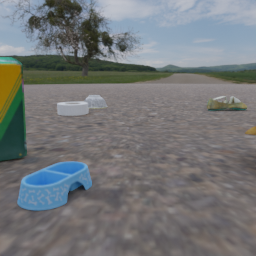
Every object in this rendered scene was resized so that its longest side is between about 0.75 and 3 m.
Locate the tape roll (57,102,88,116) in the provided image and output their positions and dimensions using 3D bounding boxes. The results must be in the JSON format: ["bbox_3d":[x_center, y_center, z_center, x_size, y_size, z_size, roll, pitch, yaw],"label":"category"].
[{"bbox_3d":[-1.999,-0.704,10.143,1.100,0.385,1.100,0,10,0],"label":"tape roll"}]

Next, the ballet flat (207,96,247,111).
[{"bbox_3d":[3.997,-0.993,11.214,1.714,0.606,0.606,-1,11,-8],"label":"ballet flat"}]

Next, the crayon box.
[{"bbox_3d":[-2.956,-0.228,4.102,2.653,1.576,0.773,-7,23,-29],"label":"crayon box"}]

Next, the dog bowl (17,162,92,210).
[{"bbox_3d":[-0.849,0.648,3.358,0.569,0.253,1.021,6,13,25],"label":"dog bowl"}]

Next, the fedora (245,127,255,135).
[{"bbox_3d":[2.533,0.311,4.016,1.646,0.671,1.646,-2,5,0],"label":"fedora"}]

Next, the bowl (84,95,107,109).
[{"bbox_3d":[-1.468,-1.162,12.228,1.108,0.520,1.108,-1,11,0],"label":"bowl"}]
